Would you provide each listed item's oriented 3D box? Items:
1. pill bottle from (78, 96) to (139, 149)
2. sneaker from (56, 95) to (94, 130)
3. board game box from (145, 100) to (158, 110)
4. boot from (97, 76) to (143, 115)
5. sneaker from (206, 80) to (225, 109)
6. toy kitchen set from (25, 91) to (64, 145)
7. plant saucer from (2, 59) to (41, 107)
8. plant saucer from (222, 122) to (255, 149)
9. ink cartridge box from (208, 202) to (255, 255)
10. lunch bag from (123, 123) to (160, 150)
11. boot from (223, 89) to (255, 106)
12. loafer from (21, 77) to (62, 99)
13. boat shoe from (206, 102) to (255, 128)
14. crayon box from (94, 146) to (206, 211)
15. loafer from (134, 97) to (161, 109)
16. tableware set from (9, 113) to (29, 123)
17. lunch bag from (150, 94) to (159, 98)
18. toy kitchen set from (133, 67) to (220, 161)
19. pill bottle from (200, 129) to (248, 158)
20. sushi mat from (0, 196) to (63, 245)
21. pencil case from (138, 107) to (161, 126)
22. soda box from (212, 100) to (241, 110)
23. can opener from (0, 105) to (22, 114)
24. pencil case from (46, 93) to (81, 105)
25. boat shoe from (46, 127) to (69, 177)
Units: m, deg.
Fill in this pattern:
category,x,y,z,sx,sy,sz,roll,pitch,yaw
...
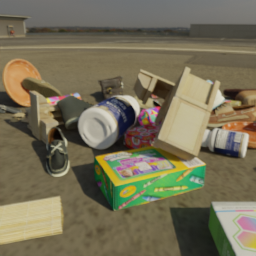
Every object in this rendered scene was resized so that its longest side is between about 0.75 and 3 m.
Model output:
category,x,y,z,sx,sy,sz,roll,pitch,yaw
pill bottle,-0.527,-0.345,9.802,1.384,1.384,2.492,9,24,22
sneaker,-1.582,-0.790,10.908,2.245,0.840,1.193,-15,70,-38
board game box,1.060,-1.089,13.261,0.934,0.288,0.935,11,24,24
boot,-0.299,-1.337,11.852,1.944,1.693,0.673,-2,9,-3
sneaker,2.196,-0.740,10.301,2.551,1.030,0.976,-33,0,-3
toy kitchen set,-2.610,-0.607,10.214,1.766,1.597,1.957,-13,27,-35
plant saucer,-5.066,-2.119,13.388,0.425,2.270,2.270,-9,15,29
plant saucer,4.313,0.258,9.773,2.028,0.327,2.028,0,20,0
ink cartridge box,2.179,2.103,4.631,1.104,0.630,2.126,0,21,0
lunch bag,0.633,0.272,9.312,1.526,0.625,1.344,-18,27,-37
boot,6.344,-1.560,13.467,2.847,1.030,2.369,-1,20,-6
loafer,-4.150,-1.951,13.745,2.033,0.773,0.686,31,27,-24
boat shoe,3.792,-0.579,11.060,2.607,0.936,0.987,0,21,1
crayon box,0.508,1.112,7.047,2.433,0.709,1.445,-9,23,-22
loafer,0.866,-1.084,12.294,1.443,0.546,0.493,12,-14,-32
tableware set,-4.406,-0.412,11.764,1.084,0.126,0.905,4,24,7
lunch bag,1.529,-1.833,15.156,0.720,0.335,0.817,0,20,13
toy kitchen set,0.854,-0.254,7.968,2.069,2.536,2.288,24,66,0
pill bottle,2.969,0.430,8.740,1.354,0.752,0.752,12,24,26
sushi mat,-2.573,1.944,5.720,2.444,0.148,1.169,-6,21,-15
pencil case,1.230,-0.487,10.942,1.766,0.781,0.781,-15,26,-39
soda box,4.213,-0.984,12.656,1.558,0.528,0.499,12,25,30
can opener,-5.308,-0.756,12.512,1.096,0.367,0.292,18,23,8
pencil case,-2.993,-0.922,11.998,2.141,0.946,0.946,-18,28,-39
boat shoe,-2.090,0.668,8.089,0.659,0.621,1.836,-11,37,-7
